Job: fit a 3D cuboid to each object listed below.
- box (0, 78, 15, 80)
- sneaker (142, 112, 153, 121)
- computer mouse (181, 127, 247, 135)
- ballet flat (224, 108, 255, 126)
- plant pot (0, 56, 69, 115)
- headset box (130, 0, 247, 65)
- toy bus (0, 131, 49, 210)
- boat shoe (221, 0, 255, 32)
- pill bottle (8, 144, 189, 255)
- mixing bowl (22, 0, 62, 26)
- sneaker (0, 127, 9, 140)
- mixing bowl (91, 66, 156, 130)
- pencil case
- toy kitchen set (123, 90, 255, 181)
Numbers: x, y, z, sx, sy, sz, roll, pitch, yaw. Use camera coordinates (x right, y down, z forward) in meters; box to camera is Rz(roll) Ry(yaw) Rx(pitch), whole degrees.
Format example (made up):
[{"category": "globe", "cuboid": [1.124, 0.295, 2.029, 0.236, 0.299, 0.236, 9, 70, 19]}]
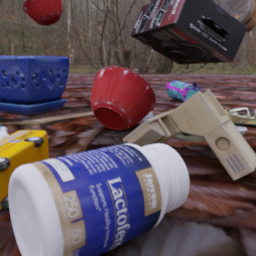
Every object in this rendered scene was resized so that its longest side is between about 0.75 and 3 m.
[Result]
[{"category": "box", "cuboid": [-5.196, -1.796, 13.217, 0.412, 1.424, 1.791, 5, 13, 20]}, {"category": "sneaker", "cuboid": [0.288, -0.741, 10.403, 0.675, 0.654, 1.848, -10, 16, -35]}, {"category": "computer mouse", "cuboid": [2.320, 0.127, 7.468, 0.910, 0.364, 1.660, -4, 7, -38]}, {"category": "ballet flat", "cuboid": [3.873, -0.332, 8.848, 1.751, 0.619, 0.619, 7, 15, 27]}, {"category": "plant pot", "cuboid": [-4.004, -1.771, 11.396, 2.456, 2.208, 2.456, 7, 15, 26]}, {"category": "headset box", "cuboid": [1.203, -1.973, 5.717, 1.518, 0.788, 2.040, 22, 1, -27]}, {"category": "toy bus", "cuboid": [-1.957, 0.600, 4.626, 0.834, 0.693, 2.130, 2, 13, 7]}, {"category": "boat shoe", "cuboid": [2.578, -3.152, 6.570, 0.769, 2.143, 0.812, 22, -25, -40]}, {"category": "pill bottle", "cuboid": [-0.241, 0.759, 3.147, 1.858, 1.075, 1.075, -10, 17, -38]}, {"category": "mixing bowl", "cuboid": [-3.063, -4.397, 10.543, 1.515, 0.821, 1.515, -27, 6, 3]}, {"category": "sneaker", "cuboid": [-3.099, 0.257, 6.987, 0.430, 0.372, 0.992, 4, 21, -10]}, {"category": "mixing bowl", "cuboid": [-0.310, -0.653, 8.181, 2.024, 2.024, 1.096, 7, 53, 28]}, {"category": "pencil case", "cuboid": [2.785, -1.838, 14.215, 1.117, 1.029, 2.418, 22, 7, -16]}, {"category": "toy kitchen set", "cuboid": [0.996, 0.504, 5.158, 1.845, 1.664, 1.505, -39, -11, 31]}]
